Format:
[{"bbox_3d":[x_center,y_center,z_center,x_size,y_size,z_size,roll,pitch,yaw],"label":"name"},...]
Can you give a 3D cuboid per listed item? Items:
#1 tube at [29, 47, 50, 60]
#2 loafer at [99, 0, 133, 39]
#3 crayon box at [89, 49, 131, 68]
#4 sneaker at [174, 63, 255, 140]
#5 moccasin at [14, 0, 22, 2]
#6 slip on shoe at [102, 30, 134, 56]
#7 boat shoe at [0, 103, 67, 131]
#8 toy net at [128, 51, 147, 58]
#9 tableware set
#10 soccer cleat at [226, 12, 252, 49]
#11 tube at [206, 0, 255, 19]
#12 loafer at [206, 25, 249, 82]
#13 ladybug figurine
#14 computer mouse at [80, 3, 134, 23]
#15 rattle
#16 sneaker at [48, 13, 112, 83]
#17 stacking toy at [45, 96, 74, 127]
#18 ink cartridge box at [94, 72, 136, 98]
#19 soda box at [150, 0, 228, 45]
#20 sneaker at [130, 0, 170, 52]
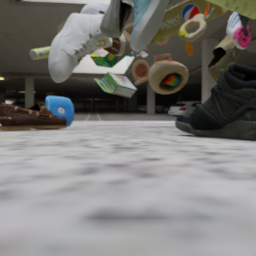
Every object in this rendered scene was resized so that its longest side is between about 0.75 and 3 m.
[{"bbox_3d":[-3.030,-2.775,10.366,0.398,0.356,1.370,-12,13,33],"label":"tube"},{"bbox_3d":[-0.114,-2.697,6.060,0.551,1.578,0.552,20,5,24],"label":"loafer"},{"bbox_3d":[-0.844,-3.534,13.270,1.342,0.658,2.260,-41,26,-9],"label":"crayon box"},{"bbox_3d":[1.371,-0.348,4.148,0.677,1.014,1.770,1,-1,-26],"label":"sneaker"},{"bbox_3d":[-2.410,-3.767,7.497,1.557,0.569,0.601,-29,43,-13],"label":"moccasin"},{"bbox_3d":[-0.845,-3.556,10.532,0.867,1.088,2.861,-19,43,-38],"label":"slip on shoe"},{"bbox_3d":[-2.270,-0.275,7.001,0.690,0.689,1.960,-1,0,29],"label":"boat shoe"},{"bbox_3d":[0.458,-3.452,12.928,0.921,0.483,0.178,12,-12,7],"label":"toy net"},{"bbox_3d":[0.931,-3.083,11.473,2.311,2.766,0.321,-22,21,-29],"label":"tableware set"},{"bbox_3d":[3.537,-3.070,9.065,0.609,1.744,0.753,24,-31,-18],"label":"soccer cleat"},{"bbox_3d":[1.747,-2.999,5.965,2.347,0.681,0.609,22,44,0],"label":"tube"},{"bbox_3d":[3.886,-3.056,10.927,0.860,2.552,0.970,25,-5,-25],"label":"loafer"},{"bbox_3d":[1.502,-1.966,10.675,1.390,0.737,2.048,-46,-33,24],"label":"ladybug figurine"},{"bbox_3d":[-0.831,-3.389,8.411,2.063,1.131,0.452,19,-7,36],"label":"computer mouse"},{"bbox_3d":[1.801,-2.428,6.969,0.743,1.040,0.677,43,-10,-30],"label":"rattle"},{"bbox_3d":[-1.127,-2.143,7.229,1.305,2.259,0.832,5,-27,19],"label":"sneaker"},{"bbox_3d":[-2.908,-0.408,10.578,1.031,1.091,1.879,3,-15,-38],"label":"stacking toy"},{"bbox_3d":[-0.535,-1.943,12.425,1.835,0.544,0.953,5,41,-53],"label":"ink cartridge box"},{"bbox_3d":[1.789,-3.612,9.069,2.557,0.819,0.866,-13,22,37],"label":"soda box"},{"bbox_3d":[0.492,-3.491,8.285,1.002,2.446,0.904,28,4,22],"label":"sneaker"}]
